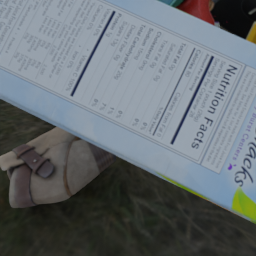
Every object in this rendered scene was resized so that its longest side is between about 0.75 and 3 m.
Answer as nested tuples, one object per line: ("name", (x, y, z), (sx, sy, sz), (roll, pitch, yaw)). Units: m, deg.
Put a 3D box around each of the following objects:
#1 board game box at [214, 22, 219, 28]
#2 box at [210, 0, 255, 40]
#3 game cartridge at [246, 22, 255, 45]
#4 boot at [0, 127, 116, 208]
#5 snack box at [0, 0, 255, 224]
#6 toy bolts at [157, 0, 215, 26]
("board game box", (1.664, -2.078, 6.297), (0.406, 0.414, 0.789), (-1, 7, -9))
("box", (3.011, -3.071, 6.112), (1.546, 1.341, 2.529), (29, -2, -7))
("game cartridge", (2.017, -1.142, 4.008), (0.919, 1.042, 0.169), (-19, 59, -11))
("boot", (-1.596, 0.377, 5.952), (2.121, 1.019, 2.901), (-21, 32, -12))
("snack box", (-0.202, -0.334, 2.669), (2.848, 0.964, 2.402), (25, -3, 5))
("toy bolts", (0.189, -2.233, 5.234), (1.877, 2.585, 2.707), (19, -1, -27))
